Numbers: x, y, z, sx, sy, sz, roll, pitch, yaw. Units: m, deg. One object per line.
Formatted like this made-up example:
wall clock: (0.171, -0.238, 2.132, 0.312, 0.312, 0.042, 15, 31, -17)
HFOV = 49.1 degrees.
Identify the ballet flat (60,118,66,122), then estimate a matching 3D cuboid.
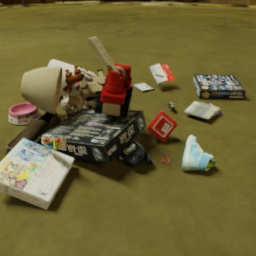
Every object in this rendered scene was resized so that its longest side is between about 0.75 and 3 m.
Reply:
ballet flat: (-2.399, -0.246, 10.658, 0.192, 0.279, 0.829, -12, 5, 1)

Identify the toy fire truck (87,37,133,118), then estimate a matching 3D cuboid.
toy fire truck: (-0.519, -1.698, 8.816, 1.423, 2.212, 1.947, 9, 30, 2)

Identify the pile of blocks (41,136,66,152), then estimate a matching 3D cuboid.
pile of blocks: (-2.173, 0.431, 7.897, 0.956, 0.297, 0.393, -2, 67, 33)

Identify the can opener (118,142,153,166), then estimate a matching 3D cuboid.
can opener: (-0.186, 0.653, 9.108, 0.713, 0.885, 2.250, -45, 41, -17)

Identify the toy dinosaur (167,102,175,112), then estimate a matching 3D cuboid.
toy dinosaur: (1.861, -0.932, 11.954, 0.298, 0.396, 0.775, -2, 32, -4)

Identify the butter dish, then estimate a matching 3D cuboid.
butter dish: (1.129, -0.095, 9.839, 0.851, 0.854, 0.631, 38, 1, -16)

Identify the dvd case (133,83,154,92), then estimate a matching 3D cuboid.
dvd case: (0.771, -2.051, 14.114, 0.677, 0.083, 0.948, -13, 32, -27)

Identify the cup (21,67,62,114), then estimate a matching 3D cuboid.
cup: (-2.974, -1.365, 9.601, 1.175, 1.643, 1.643, 9, 30, -8)

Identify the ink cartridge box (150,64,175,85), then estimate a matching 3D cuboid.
ink cartridge box: (1.713, -2.713, 13.897, 0.935, 0.237, 1.061, -19, 66, -8)

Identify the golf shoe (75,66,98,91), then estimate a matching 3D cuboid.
golf shoe: (-1.459, -1.976, 12.272, 0.830, 1.053, 2.286, -15, -16, 26)

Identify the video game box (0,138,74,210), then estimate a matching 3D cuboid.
video game box: (-2.635, 1.211, 7.825, 1.682, 0.432, 1.846, 24, 32, -2)

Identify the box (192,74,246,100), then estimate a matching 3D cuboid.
box: (4.366, -2.046, 13.722, 2.094, 0.524, 2.110, 1, 31, 2)

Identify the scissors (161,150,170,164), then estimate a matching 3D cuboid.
scissors: (1.211, 0.941, 9.135, 0.284, 0.054, 0.775, 1, 29, 6)

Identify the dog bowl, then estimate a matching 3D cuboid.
dog bowl: (-4.206, -0.595, 11.313, 1.269, 0.468, 1.269, -1, 31, 0)

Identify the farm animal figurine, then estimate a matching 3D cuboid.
farm animal figurine: (-1.882, -1.084, 10.798, 2.083, 2.580, 1.297, -1, 66, -35)

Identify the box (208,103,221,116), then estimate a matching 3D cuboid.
box: (3.477, -0.783, 11.919, 0.585, 0.167, 0.855, -9, 32, -15)

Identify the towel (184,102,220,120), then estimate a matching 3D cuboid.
towel: (3.056, -0.742, 11.510, 1.117, 0.200, 1.160, 20, 38, 34)

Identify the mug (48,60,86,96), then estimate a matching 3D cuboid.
mug: (-2.754, -2.330, 13.217, 1.716, 1.674, 2.090, 9, 37, 0)

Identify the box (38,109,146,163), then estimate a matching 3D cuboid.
box: (-1.166, 0.122, 9.228, 2.815, 0.613, 2.255, 4, 31, 34)

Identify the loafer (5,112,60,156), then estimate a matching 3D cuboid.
loafer: (-3.253, 0.127, 9.608, 0.967, 0.945, 2.650, 9, 32, 15)

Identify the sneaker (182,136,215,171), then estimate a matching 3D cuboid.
sneaker: (2.260, 0.835, 8.802, 0.968, 0.590, 1.483, 7, 41, 16)
